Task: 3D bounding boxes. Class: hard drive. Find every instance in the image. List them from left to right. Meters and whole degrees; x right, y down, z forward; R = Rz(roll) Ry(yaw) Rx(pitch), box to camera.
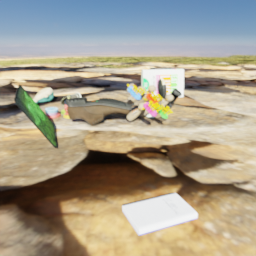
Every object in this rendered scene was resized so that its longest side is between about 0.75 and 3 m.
[{"bbox_3d":[0.656,1.802,5.970,1.343,0.170,0.886,-8,20,-22],"label":"hard drive"}]

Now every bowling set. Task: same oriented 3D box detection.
[{"bbox_3d":[0.680,-1.444,12.440,1.338,1.735,2.493,-39,-10,38],"label":"bowling set"}]

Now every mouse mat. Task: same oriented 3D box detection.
[{"bbox_3d":[-3.217,-0.480,9.855,0.097,2.073,2.576,-36,26,-3],"label":"mouse mat"}]

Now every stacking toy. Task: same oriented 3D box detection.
[{"bbox_3d":[-3.213,-0.880,13.316,1.405,0.593,1.272,-2,19,-6],"label":"stacking toy"}]

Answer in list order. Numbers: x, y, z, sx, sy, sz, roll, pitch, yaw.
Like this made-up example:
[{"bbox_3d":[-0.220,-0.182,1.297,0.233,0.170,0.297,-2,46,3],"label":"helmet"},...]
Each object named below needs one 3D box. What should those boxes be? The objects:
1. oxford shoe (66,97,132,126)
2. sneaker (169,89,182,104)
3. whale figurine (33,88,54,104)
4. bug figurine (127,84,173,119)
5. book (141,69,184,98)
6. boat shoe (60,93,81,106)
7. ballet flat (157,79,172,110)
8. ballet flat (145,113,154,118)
[{"bbox_3d":[-1.206,-0.675,11.843,2.764,1.167,1.004,1,13,9],"label":"oxford shoe"},{"bbox_3d":[2.235,-1.505,13.956,0.497,0.864,1.656,38,15,3],"label":"sneaker"},{"bbox_3d":[-4.816,-1.693,15.879,1.092,0.712,1.372,8,43,42],"label":"whale figurine"},{"bbox_3d":[0.827,-0.992,10.856,1.624,0.539,2.094,51,22,27],"label":"bug figurine"},{"bbox_3d":[2.056,-2.667,16.874,2.558,1.709,0.615,-5,18,-12],"label":"book"},{"bbox_3d":[-2.738,-1.324,13.359,0.429,0.513,1.435,-13,-1,-40],"label":"boat shoe"},{"bbox_3d":[1.738,-1.608,13.369,0.514,1.810,0.602,-23,41,-8],"label":"ballet flat"},{"bbox_3d":[0.840,-0.738,13.280,0.390,0.390,1.087,-13,23,-33],"label":"ballet flat"}]
